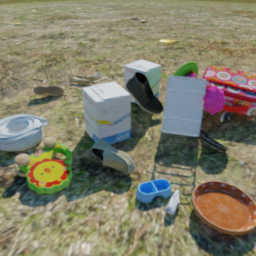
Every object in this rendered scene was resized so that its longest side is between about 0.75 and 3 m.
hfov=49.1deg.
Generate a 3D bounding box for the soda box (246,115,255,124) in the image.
[{"bbox_3d":[5.787,-0.377,12.612,0.261,0.276,0.815,-21,38,-32],"label":"soda box"}]

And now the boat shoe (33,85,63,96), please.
[{"bbox_3d":[-4.237,-1.965,14.845,1.554,0.559,0.503,-5,9,-23],"label":"boat shoe"}]

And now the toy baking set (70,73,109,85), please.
[{"bbox_3d":[-2.350,-3.021,16.823,2.233,0.260,1.714,7,33,11],"label":"toy baking set"}]

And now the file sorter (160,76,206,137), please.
[{"bbox_3d":[2.195,-0.864,11.129,1.590,2.292,1.427,8,4,11],"label":"file sorter"}]

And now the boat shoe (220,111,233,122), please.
[{"bbox_3d":[4.507,-0.524,12.784,0.313,0.348,0.985,21,36,32],"label":"boat shoe"}]

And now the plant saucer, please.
[{"bbox_3d":[2.796,2.314,8.179,1.908,0.308,1.908,5,32,-3],"label":"plant saucer"}]

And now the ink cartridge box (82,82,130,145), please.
[{"bbox_3d":[-0.857,-0.576,11.276,1.466,2.027,1.493,-16,36,-24],"label":"ink cartridge box"}]

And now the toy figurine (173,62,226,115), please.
[{"bbox_3d":[3.155,-1.324,12.221,1.816,2.419,2.227,-35,57,-14],"label":"toy figurine"}]

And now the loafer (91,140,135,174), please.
[{"bbox_3d":[-0.586,1.092,9.801,1.864,0.705,0.636,29,40,30],"label":"loafer"}]

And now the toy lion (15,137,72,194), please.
[{"bbox_3d":[-2.694,1.341,9.656,1.959,0.702,2.044,24,38,22],"label":"toy lion"}]

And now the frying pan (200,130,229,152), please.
[{"bbox_3d":[3.100,0.442,10.974,1.142,0.307,1.888,19,13,-38],"label":"frying pan"}]

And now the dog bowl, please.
[{"bbox_3d":[0.829,1.961,8.893,1.188,0.295,0.662,-9,33,-15],"label":"dog bowl"}]

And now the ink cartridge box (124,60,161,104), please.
[{"bbox_3d":[0.711,-2.293,14.131,1.349,1.832,1.325,25,39,34],"label":"ink cartridge box"}]

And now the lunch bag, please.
[{"bbox_3d":[4.816,-1.691,13.205,2.988,1.224,2.632,18,45,17],"label":"lunch bag"}]

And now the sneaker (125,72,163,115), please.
[{"bbox_3d":[0.854,-1.496,12.549,2.121,1.126,0.793,39,60,-3],"label":"sneaker"}]

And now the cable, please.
[{"bbox_3d":[-4.474,0.151,11.391,2.037,0.705,2.036,19,38,28],"label":"cable"}]

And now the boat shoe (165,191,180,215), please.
[{"bbox_3d":[1.397,2.264,8.440,0.304,0.343,0.932,31,42,11],"label":"boat shoe"}]
